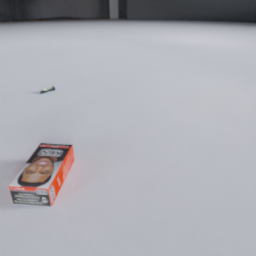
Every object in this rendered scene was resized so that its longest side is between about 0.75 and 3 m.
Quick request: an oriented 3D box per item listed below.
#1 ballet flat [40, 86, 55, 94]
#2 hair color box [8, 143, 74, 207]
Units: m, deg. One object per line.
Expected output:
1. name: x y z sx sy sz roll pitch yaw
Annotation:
1. ballet flat: -4.105 -1.951 14.220 0.865 0.316 0.316 -23 35 -36
2. hair color box: -2.280 1.207 7.740 1.047 0.631 2.062 2 28 5
